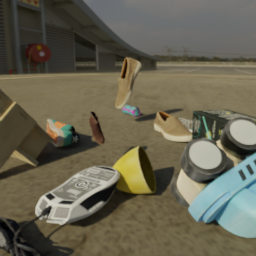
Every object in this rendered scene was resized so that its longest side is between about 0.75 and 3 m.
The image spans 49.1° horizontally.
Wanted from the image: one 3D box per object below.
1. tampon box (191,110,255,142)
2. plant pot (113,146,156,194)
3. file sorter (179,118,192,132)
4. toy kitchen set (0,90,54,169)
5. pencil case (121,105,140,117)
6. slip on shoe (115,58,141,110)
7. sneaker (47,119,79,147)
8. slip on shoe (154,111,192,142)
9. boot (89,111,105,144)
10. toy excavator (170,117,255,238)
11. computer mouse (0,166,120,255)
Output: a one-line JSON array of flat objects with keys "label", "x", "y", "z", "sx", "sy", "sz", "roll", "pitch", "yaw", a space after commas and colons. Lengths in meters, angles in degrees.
[{"label": "tampon box", "x": 2.879, "y": 0.338, "z": 8.185, "sx": 1.233, "sy": 1.464, "sz": 1.953, "roll": -4, "pitch": 15, "yaw": -16}, {"label": "plant pot", "x": 0.085, "y": 1.076, "z": 6.547, "sx": 0.791, "sy": 1.114, "sz": 1.114, "roll": -20, "pitch": 10, "yaw": 14}, {"label": "file sorter", "x": 2.375, "y": -0.076, "z": 11.700, "sx": 0.545, "sy": 0.489, "sz": 0.786, "roll": -10, "pitch": 18, "yaw": -33}, {"label": "toy kitchen set", "x": -3.969, "y": 0.273, "z": 7.854, "sx": 2.194, "sy": 2.432, "sz": 1.984, "roll": 11, "pitch": 60, "yaw": 37}, {"label": "pencil case", "x": 0.128, "y": -0.921, "z": 14.878, "sx": 0.538, "sy": 0.495, "sz": 1.164, "roll": 10, "pitch": 5, "yaw": -37}, {"label": "slip on shoe", "x": -0.166, "y": -1.984, "z": 12.432, "sx": 0.699, "sy": 2.308, "sz": 0.878, "roll": 23, "pitch": 0, "yaw": -32}, {"label": "sneaker", "x": -2.455, "y": 0.194, "z": 10.352, "sx": 0.858, "sy": 0.766, "sz": 2.147, "roll": 0, "pitch": 17, "yaw": -29}, {"label": "slip on shoe", "x": 1.778, "y": -0.079, "z": 11.159, "sx": 0.950, "sy": 0.757, "sz": 2.499, "roll": -4, "pitch": 15, "yaw": -16}, {"label": "boot", "x": -0.871, "y": 0.011, "z": 7.718, "sx": 0.292, "sy": 0.807, "sz": 0.671, "roll": -23, "pitch": -21, "yaw": -18}, {"label": "toy excavator", "x": 2.651, "y": 1.266, "z": 4.932, "sx": 2.894, "sy": 1.487, "sz": 2.976, "roll": -25, "pitch": 60, "yaw": -21}, {"label": "computer mouse", "x": -1.145, "y": 1.565, "z": 5.372, "sx": 1.543, "sy": 0.617, "sz": 2.814, "roll": 6, "pitch": 21, "yaw": 38}]
